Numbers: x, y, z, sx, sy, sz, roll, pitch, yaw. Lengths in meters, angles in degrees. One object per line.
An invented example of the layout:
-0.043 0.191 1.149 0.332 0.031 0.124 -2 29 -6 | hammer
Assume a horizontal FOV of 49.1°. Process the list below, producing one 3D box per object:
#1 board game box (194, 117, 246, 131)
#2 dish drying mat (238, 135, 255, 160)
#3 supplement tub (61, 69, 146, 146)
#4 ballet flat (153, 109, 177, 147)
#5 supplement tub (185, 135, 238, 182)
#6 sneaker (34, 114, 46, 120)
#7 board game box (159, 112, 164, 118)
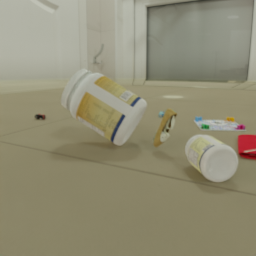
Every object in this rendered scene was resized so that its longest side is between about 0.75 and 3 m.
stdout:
4.573 -0.235 14.206 2.112 0.273 2.112 1 14 4 | board game box
4.711 0.658 10.591 1.046 0.248 2.722 4 15 20 | dish drying mat
-0.935 -0.840 10.810 2.814 2.032 2.032 32 20 8 | supplement tub
1.330 0.063 10.050 0.521 1.517 0.478 4 19 -46 | ballet flat
2.359 0.823 8.176 1.073 1.073 1.480 -2 14 -10 | supplement tub
-4.950 -0.611 15.697 0.841 0.297 0.411 9 16 42 | sneaker
2.176 -0.790 16.628 0.632 0.197 0.837 3 14 12 | board game box
